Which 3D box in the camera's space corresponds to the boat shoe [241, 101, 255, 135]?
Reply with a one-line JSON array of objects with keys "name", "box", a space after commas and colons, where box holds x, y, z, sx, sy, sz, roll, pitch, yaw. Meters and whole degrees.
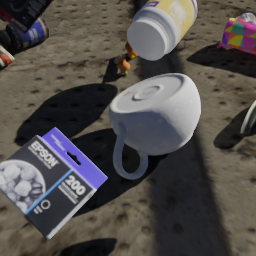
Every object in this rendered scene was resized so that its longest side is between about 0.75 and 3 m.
[{"name": "boat shoe", "box": [4.113, -0.460, 8.546, 0.712, 0.756, 2.106, 31, 53, 30]}]

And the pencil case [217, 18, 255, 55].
[{"name": "pencil case", "box": [5.053, -3.419, 10.981, 2.798, 1.237, 1.237, 19, 51, 18]}]

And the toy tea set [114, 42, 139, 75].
[{"name": "toy tea set", "box": [0.119, -2.680, 10.678, 1.060, 0.660, 1.783, 9, 60, 53]}]

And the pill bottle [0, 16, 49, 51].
[{"name": "pill bottle", "box": [-4.272, -3.847, 11.402, 1.849, 1.034, 1.034, -33, 56, -26]}]

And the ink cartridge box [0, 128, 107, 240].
[{"name": "ink cartridge box", "box": [-1.178, 0.749, 4.289, 1.280, 0.280, 1.292, 42, 63, 8]}]

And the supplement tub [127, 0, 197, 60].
[{"name": "supplement tub", "box": [1.056, -3.250, 8.681, 1.536, 1.536, 2.113, 25, 59, 20]}]

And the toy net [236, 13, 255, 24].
[{"name": "toy net", "box": [5.867, -4.496, 12.325, 1.423, 0.524, 2.712, -14, 49, -12]}]

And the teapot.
[{"name": "teapot", "box": [0.812, -0.123, 7.563, 2.617, 1.911, 2.583, -20, 25, 9]}]

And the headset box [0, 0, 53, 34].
[{"name": "headset box", "box": [-3.008, -3.900, 7.668, 2.297, 1.709, 0.887, -40, 39, 22]}]

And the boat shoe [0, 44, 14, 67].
[{"name": "boat shoe", "box": [-5.025, -2.995, 10.922, 0.517, 0.589, 1.654, -35, 61, -17]}]
